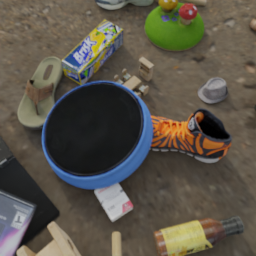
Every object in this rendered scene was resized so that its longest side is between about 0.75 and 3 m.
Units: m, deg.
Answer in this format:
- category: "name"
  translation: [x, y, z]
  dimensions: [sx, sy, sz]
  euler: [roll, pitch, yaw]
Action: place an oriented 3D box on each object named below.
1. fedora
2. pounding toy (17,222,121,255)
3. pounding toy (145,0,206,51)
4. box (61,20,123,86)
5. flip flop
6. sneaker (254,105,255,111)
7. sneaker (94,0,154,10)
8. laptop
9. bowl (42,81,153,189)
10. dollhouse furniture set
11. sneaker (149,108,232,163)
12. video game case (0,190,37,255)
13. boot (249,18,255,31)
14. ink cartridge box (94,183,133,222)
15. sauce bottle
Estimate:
- category: "fedora"
  translation: [2.435, -1.126, 7.930]
  dimensions: [0.863, 0.390, 0.763]
  euler: [-23, 57, -10]
- category: "pounding toy"
  translation: [-0.616, 2.801, 5.081]
  dimensions: [1.691, 1.685, 2.947]
  euler: [-37, 36, -18]
- category: "pounding toy"
  translation: [1.579, -3.759, 8.889]
  dimensions: [1.930, 1.160, 2.501]
  euler: [12, 64, 6]
- category: "box"
  translation: [-1.031, -2.268, 8.400]
  dimensions: [0.723, 0.664, 2.065]
  euler: [33, 67, 15]
- category: "flip flop"
  translation: [-2.417, -1.084, 7.759]
  dimensions: [1.008, 0.715, 2.485]
  euler: [9, 63, 5]
- category: "sneaker"
  translation: [4.767, -0.604, 7.486]
  dimensions: [2.587, 1.010, 1.102]
  euler: [-22, 72, -1]
- category: "sneaker"
  translation: [-0.134, -4.682, 9.491]
  dimensions: [2.112, 0.912, 0.820]
  euler: [-10, 65, -4]
- category: "laptop"
  translation: [-3.474, 1.731, 6.648]
  dimensions: [2.448, 1.515, 2.614]
  euler: [-39, 41, -18]
- category: "bowl"
  translation: [-0.810, 0.053, 6.881]
  dimensions: [2.804, 0.550, 2.804]
  euler: [-6, 62, 11]
- category: "dollhouse furniture set"
  translation: [0.230, -1.423, 7.979]
  dimensions: [0.906, 0.642, 0.986]
  euler: [41, 70, 19]
- category: "sneaker"
  translation: [1.236, -0.012, 6.795]
  dimensions: [2.577, 1.444, 1.000]
  euler: [12, 63, 6]
- category: "video game case"
  translation: [-3.288, 2.453, 5.540]
  dimensions: [1.949, 0.259, 2.728]
  euler: [23, 83, 0]
- category: "boot"
  translation: [4.539, -3.486, 9.191]
  dimensions: [0.766, 0.378, 0.987]
  euler: [35, 68, 17]
- category: "ink cartridge box"
  translation: [-0.345, 1.679, 6.547]
  dimensions: [0.588, 0.343, 0.808]
  euler: [-30, 67, -14]
- category: "sauce bottle"
  translation: [1.522, 2.320, 6.045]
  dimensions: [1.921, 0.634, 0.634]
  euler: [-13, 63, -4]
